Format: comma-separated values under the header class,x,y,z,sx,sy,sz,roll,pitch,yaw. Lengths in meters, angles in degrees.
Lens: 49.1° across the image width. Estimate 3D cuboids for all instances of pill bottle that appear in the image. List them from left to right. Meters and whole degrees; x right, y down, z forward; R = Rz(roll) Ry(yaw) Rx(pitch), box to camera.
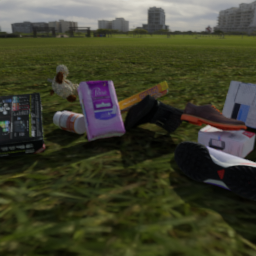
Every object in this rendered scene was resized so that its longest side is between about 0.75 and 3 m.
class,x,y,z,sx,sy,sz,roll,pitch,yaw
pill bottle,-2.049,-0.214,9.890,1.196,0.671,0.671,13,24,32

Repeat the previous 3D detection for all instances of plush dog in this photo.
class,x,y,z,sx,sy,sz,roll,pitch,yaw
plush dog,-2.823,-1.749,12.095,1.297,1.617,1.389,-35,24,-7

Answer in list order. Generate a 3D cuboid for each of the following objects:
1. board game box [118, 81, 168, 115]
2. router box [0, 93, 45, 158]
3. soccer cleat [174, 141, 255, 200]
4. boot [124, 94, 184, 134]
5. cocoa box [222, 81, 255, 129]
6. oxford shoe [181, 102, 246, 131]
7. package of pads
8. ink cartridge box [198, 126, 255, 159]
class,x,y,z,sx,sy,sz,roll,pitch,yaw
board game box,0.181,-0.936,10.425,2.725,0.408,1.302,-21,-4,6
router box,-3.399,-0.119,8.470,1.559,0.646,2.081,-6,49,-14
soccer cleat,2.276,0.997,6.737,0.965,0.899,2.636,12,5,-43
boot,0.852,-0.267,9.715,1.496,0.753,2.001,23,-30,-21
cocoa box,4.363,-0.683,9.456,2.071,1.381,1.359,4,13,-45
oxford shoe,2.537,-0.354,8.286,1.899,0.689,0.676,14,-6,25
package of pads,-0.904,-0.584,9.293,1.182,1.961,0.742,-8,-16,-23
ink cartridge box,2.952,0.382,8.455,1.376,0.589,1.015,16,25,40
